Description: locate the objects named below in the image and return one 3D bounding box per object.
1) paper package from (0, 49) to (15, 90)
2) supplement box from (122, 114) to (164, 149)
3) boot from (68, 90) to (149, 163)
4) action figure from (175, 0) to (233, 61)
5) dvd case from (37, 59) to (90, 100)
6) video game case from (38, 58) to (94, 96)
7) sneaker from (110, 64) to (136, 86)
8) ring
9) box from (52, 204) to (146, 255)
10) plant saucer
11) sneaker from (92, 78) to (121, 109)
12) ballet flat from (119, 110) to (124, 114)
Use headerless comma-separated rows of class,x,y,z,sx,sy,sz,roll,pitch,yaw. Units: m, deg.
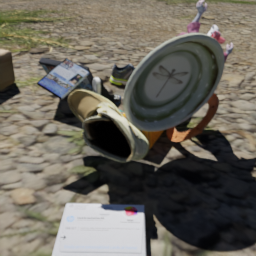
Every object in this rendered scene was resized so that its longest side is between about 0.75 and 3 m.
paper package,-6.383,-2.131,10.912,2.713,1.472,2.846,12,34,18
supplement box,0.837,-0.527,8.877,0.954,0.986,2.867,15,38,23
boot,-0.700,-0.150,6.718,2.628,0.947,2.032,40,6,11
action figure,1.815,-2.194,7.846,1.851,1.665,2.486,-45,8,-1
dvd case,-1.614,-1.252,7.034,0.789,0.097,1.106,31,60,14
video game case,-1.955,-1.626,9.872,1.976,1.786,0.252,16,64,23
sneaker,0.241,-2.217,11.642,2.038,0.825,0.753,1,33,2
ring,1.879,-0.300,8.205,1.861,0.179,1.861,-41,22,20
box,-0.496,2.277,4.968,1.637,0.432,2.099,1,33,0
plant saucer,1.017,-1.111,6.815,2.739,2.739,0.687,-15,48,-22
sneaker,-0.652,-1.061,9.007,0.902,1.612,0.589,-12,57,-13
ballet flat,-0.286,-0.350,8.672,0.429,0.429,1.236,-7,7,-11
